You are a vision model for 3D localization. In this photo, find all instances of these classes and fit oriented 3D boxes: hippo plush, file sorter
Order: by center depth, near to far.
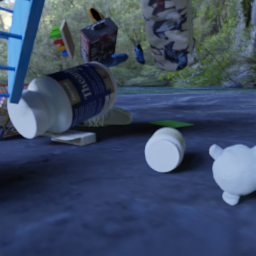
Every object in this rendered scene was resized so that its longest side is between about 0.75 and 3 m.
[{"bbox_3d":[1.711,0.578,3.375,1.208,1.197,1.503,-25,-7,20],"label":"hippo plush"},{"bbox_3d":[-2.535,-2.224,4.691,1.821,2.968,2.060,5,50,-29],"label":"file sorter"}]

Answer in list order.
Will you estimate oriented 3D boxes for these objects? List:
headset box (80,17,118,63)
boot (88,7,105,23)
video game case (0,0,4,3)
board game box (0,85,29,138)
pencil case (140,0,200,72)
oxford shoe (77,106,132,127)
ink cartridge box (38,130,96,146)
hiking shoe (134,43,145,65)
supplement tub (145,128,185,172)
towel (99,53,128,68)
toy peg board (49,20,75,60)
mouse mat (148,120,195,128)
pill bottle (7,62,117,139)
[{"bbox_3d":[-1.015,-2.997,9.690,1.179,0.595,1.587,-33,-15,-19],"label":"headset box"},{"bbox_3d":[-0.926,-3.725,10.076,0.491,1.396,0.999,-42,23,10],"label":"boot"},{"bbox_3d":[-3.239,-3.477,7.196,1.007,0.127,1.105,-13,33,50],"label":"video game case"},{"bbox_3d":[-2.875,-0.444,7.328,0.441,1.442,1.903,42,21,12],"label":"board game box"},{"bbox_3d":[0.947,-2.529,6.132,1.238,2.768,1.077,13,59,24],"label":"pencil case"},{"bbox_3d":[-0.993,-0.315,8.904,2.238,0.841,0.646,8,51,-1],"label":"oxford shoe"},{"bbox_3d":[-1.473,0.251,6.677,1.075,0.234,0.933,7,13,35],"label":"ink cartridge box"},{"bbox_3d":[0.459,-2.903,11.046,0.328,0.882,0.382,-12,-23,-22],"label":"hiking shoe"},{"bbox_3d":[0.646,0.371,4.841,0.633,0.633,0.873,3,10,15],"label":"supplement tub"},{"bbox_3d":[-0.811,-2.689,11.363,0.954,0.415,1.709,-13,11,41],"label":"towel"},{"bbox_3d":[-2.711,-3.557,11.486,0.625,1.273,1.278,-11,37,4],"label":"toy peg board"},{"bbox_3d":[1.432,-0.131,9.378,1.065,0.050,1.323,-7,14,-35],"label":"mouse mat"},{"bbox_3d":[-1.543,-0.704,6.897,1.391,1.391,2.507,8,27,38],"label":"pill bottle"}]
